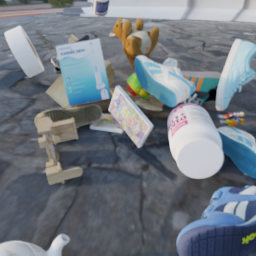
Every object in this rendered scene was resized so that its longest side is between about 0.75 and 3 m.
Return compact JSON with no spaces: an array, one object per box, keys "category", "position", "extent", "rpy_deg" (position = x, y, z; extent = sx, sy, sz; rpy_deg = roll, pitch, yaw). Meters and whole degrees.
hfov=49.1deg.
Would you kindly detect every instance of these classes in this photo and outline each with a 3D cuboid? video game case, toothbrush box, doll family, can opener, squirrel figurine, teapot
[{"category":"video game case","position":[0.027,-0.324,8.686],"extent":[0.152,1.209,1.688],"rpy_deg":[-27,67,-30]},{"category":"toothbrush box","position":[-1.510,-1.885,9.594],"extent":[1.462,1.997,0.852],"rpy_deg":[-13,14,-6]},{"category":"video game case","position":[-0.633,-0.191,10.194],"extent":[1.198,0.137,1.090],"rpy_deg":[8,30,14]},{"category":"doll family","position":[3.181,-0.234,8.481],"extent":[0.917,0.413,0.569],"rpy_deg":[-12,13,-37]},{"category":"can opener","position":[-2.162,-2.854,10.935],"extent":[0.578,0.725,2.168],"rpy_deg":[39,53,2]},{"category":"squirrel figurine","position":[0.109,-3.467,11.434],"extent":[1.436,2.029,1.894],"rpy_deg":[-36,56,-23]},{"category":"teapot","position":[-1.938,2.420,4.462],"extent":[1.566,1.159,1.587],"rpy_deg":[8,31,15]}]

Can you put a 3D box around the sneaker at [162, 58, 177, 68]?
[{"category":"sneaker","position":[1.807,-2.691,12.608],"extent":[0.935,0.985,2.448],"rpy_deg":[27,8,-2]}]

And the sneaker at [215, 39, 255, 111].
[{"category":"sneaker","position":[3.674,-1.662,9.361],"extent":[1.006,2.455,0.907],"rpy_deg":[21,16,25]}]

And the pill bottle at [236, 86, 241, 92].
[{"category":"pill bottle","position":[4.760,-1.886,12.917],"extent":[0.807,0.448,0.448],"rpy_deg":[6,30,11]}]

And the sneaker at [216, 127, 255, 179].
[{"category":"sneaker","position":[3.356,0.583,8.075],"extent":[0.921,0.872,2.280],"rpy_deg":[-11,33,-18]}]

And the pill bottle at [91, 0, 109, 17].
[{"category":"pill bottle","position":[-0.915,-4.322,9.433],"extent":[0.587,1.057,0.587],"rpy_deg":[4,68,-10]}]

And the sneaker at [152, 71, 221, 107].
[{"category":"sneaker","position":[2.291,-1.343,10.377],"extent":[2.972,1.061,1.188],"rpy_deg":[-7,64,-11]}]

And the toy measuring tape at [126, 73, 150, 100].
[{"category":"toy measuring tape","position":[0.293,-1.949,11.428],"extent":[0.951,0.951,2.586],"rpy_deg":[-5,31,-9]}]

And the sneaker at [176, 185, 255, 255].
[{"category":"sneaker","position":[2.002,1.889,5.673],"extent":[2.747,1.016,1.130],"rpy_deg":[-9,25,-27]}]

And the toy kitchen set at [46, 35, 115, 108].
[{"category":"toy kitchen set","position":[-2.270,-2.220,11.893],"extent":[2.301,2.544,2.820],"rpy_deg":[41,-3,3]}]

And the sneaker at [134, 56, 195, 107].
[{"category":"sneaker","position":[1.095,-1.645,9.257],"extent":[0.998,0.946,2.472],"rpy_deg":[-28,55,-21]}]

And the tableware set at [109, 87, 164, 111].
[{"category":"tableware set","position":[0.416,-1.236,11.107],"extent":[2.323,0.323,2.781],"rpy_deg":[19,16,11]}]

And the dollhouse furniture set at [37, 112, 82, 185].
[{"category":"dollhouse furniture set","position":[-1.918,0.376,7.992],"extent":[1.035,1.211,2.337],"rpy_deg":[-13,31,-12]}]

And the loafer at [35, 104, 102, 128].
[{"category":"loafer","position":[-2.048,-0.305,9.760],"extent":[2.273,0.860,0.776],"rpy_deg":[-9,0,-13]}]

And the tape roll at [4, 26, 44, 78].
[{"category":"tape roll","position":[-3.365,-2.481,9.162],"extent":[0.555,1.588,1.588],"rpy_deg":[-26,34,-5]}]

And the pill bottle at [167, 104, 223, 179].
[{"category":"pill bottle","position":[1.828,0.296,7.857],"extent":[1.353,1.353,2.387],"rpy_deg":[2,23,3]}]
